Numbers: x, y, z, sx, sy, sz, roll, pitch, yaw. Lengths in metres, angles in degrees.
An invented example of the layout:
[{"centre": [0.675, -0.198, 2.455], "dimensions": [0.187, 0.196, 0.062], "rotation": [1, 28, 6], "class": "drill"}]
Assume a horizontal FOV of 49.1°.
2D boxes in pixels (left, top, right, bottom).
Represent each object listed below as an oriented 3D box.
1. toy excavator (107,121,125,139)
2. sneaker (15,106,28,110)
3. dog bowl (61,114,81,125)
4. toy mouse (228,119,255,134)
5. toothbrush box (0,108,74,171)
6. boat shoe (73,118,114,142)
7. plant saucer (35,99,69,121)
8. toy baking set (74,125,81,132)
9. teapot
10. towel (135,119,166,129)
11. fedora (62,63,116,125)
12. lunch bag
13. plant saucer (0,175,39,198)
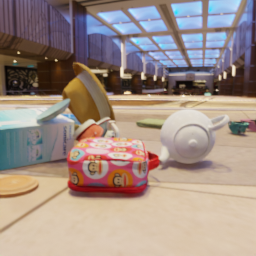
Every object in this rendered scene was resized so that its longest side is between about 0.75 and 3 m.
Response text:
[{"centre": [-0.258, 0.360, 7.359], "dimensions": [0.505, 1.010, 0.983], "rotation": [-5, 10, -27], "class": "toy excavator"}, {"centre": [-4.232, -0.097, 11.038], "dimensions": [0.821, 0.920, 2.302], "rotation": [14, -17, -14], "class": "sneaker"}, {"centre": [-2.888, -0.411, 13.775], "dimensions": [1.613, 0.400, 0.899], "rotation": [1, 16, -15], "class": "dog bowl"}, {"centre": [4.938, -0.039, 11.472], "dimensions": [2.382, 0.519, 2.680], "rotation": [8, 12, 40], "class": "toy mouse"}, {"centre": [-2.993, 0.205, 7.474], "dimensions": [2.545, 1.085, 1.863], "rotation": [-9, 21, -41], "class": "toothbrush box"}, {"centre": [-0.800, 0.288, 8.361], "dimensions": [0.869, 0.989, 2.777], "rotation": [44, 6, 5], "class": "boat shoe"}, {"centre": [-1.884, -0.409, 7.168], "dimensions": [0.991, 0.191, 0.991], "rotation": [-26, 20, 10], "class": "plant saucer"}, {"centre": [-2.819, -0.060, 12.154], "dimensions": [2.571, 0.299, 1.973], "rotation": [-6, 10, -39], "class": "toy baking set"}, {"centre": [1.528, 0.251, 6.853], "dimensions": [1.463, 1.483, 1.083], "rotation": [12, 10, -1], "class": "teapot"}, {"centre": [1.273, -0.189, 13.184], "dimensions": [1.618, 0.295, 1.200], "rotation": [7, 12, 34], "class": "towel"}, {"centre": [-1.653, -0.965, 10.651], "dimensions": [1.224, 3.001, 3.001], "rotation": [-33, 20, -17], "class": "fedora"}, {"centre": [-0.241, 0.691, 5.846], "dimensions": [1.769, 0.823, 2.008], "rotation": [0, 9, 3], "class": "lunch bag"}, {"centre": [-2.239, 1.105, 5.427], "dimensions": [0.961, 0.155, 0.961], "rotation": [-1, 9, 0], "class": "plant saucer"}]
